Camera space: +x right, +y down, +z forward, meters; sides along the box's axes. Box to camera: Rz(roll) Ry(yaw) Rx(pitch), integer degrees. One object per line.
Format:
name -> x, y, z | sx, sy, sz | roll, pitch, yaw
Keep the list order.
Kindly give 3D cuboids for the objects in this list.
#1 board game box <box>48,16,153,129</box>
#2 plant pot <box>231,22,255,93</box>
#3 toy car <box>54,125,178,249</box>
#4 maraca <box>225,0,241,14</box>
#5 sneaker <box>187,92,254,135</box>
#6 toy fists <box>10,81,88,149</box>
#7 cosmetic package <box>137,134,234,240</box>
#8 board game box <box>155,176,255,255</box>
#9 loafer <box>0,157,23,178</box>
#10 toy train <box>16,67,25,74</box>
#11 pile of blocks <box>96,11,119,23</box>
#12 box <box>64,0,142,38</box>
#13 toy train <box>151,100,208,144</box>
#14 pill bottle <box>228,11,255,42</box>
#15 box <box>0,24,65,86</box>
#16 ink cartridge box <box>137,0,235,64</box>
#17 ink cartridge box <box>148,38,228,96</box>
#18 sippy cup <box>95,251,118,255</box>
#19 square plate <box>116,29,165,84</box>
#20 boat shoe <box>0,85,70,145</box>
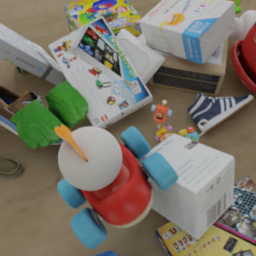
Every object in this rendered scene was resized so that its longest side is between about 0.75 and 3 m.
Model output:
board game box -> -0.833, -1.609, 8.270 | 1.884, 0.516, 2.984 | -29, 79, -2
plant pot -> 4.529, -2.302, 8.367 | 2.407, 2.192, 2.407 | 14, 59, -25
toy car -> -0.600, 0.574, 5.000 | 2.040, 2.214, 1.958 | -37, 40, -4
maraca -> 3.070, -4.199, 9.426 | 1.498, 1.168, 2.184 | -8, 48, 23
sneaker -> 2.716, -0.713, 8.360 | 2.026, 0.710, 1.099 | -30, 68, -17
toy fists -> -1.854, -0.284, 7.046 | 1.088, 0.734, 2.135 | 48, 45, -5
cosmetic package -> 1.256, 1.197, 6.186 | 1.343, 1.344, 1.629 | -32, 37, -31
board game box -> 2.214, 2.462, 6.238 | 2.692, 0.466, 1.824 | -24, 57, -16
loafer -> -3.421, 0.977, 7.349 | 1.275, 0.444, 0.479 | 6, 54, 5
toy train -> -3.708, -2.423, 9.879 | 0.317, 0.236, 1.385 | -6, 54, -4
pile of blocks -> -0.680, -3.430, 8.797 | 0.824, 0.338, 0.256 | -20, 61, 18
box -> -0.858, -3.597, 10.171 | 2.207, 1.347, 2.126 | -21, 57, -15
toy train -> 1.256, 0.014, 7.393 | 1.559, 1.171, 0.434 | 20, 30, 9
pill bottle -> 4.844, -3.467, 10.064 | 2.434, 1.348, 1.348 | 3, 54, 3
box -> -3.368, -2.414, 8.548 | 0.546, 2.651, 2.066 | -51, 58, 9
ink cartridge box -> 1.524, -3.152, 8.486 | 1.633, 0.962, 2.837 | -46, 50, -15
ink cartridge box -> 2.129, -2.606, 9.595 | 2.335, 1.064, 2.834 | 12, 55, 8
sippy cup -> -0.318, 3.317, 4.855 | 1.973, 2.513, 1.841 | -47, 50, 3
square plate -> -0.131, -1.968, 8.860 | 1.881, 0.270, 1.899 | 42, 98, 20
boat shoe -> -2.747, -0.421, 7.375 | 2.723, 0.986, 0.984 | 22, 27, -8
